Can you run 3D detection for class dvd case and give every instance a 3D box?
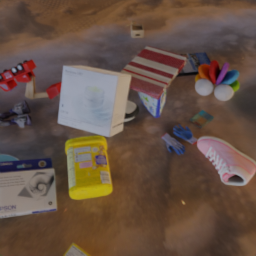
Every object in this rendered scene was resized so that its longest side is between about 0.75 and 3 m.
[{"bbox_3d":[3.006,-3.142,13.850,2.193,0.192,1.564,-6,50,-6],"label":"dvd case"}]

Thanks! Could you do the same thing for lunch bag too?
[{"bbox_3d":[1.041,-1.505,11.563,1.105,1.475,1.735,-9,49,-4],"label":"lunch bag"}]

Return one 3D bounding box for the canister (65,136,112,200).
[{"bbox_3d":[-1.354,1.323,9.508,1.470,0.856,1.979,-7,51,-8],"label":"canister"}]

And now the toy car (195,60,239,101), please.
[{"bbox_3d":[3.940,-2.232,12.221,1.923,1.442,1.683,19,51,16],"label":"toy car"}]

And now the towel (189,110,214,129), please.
[{"bbox_3d":[3.023,-0.372,11.493,0.863,0.094,0.633,-33,56,-26],"label":"towel"}]

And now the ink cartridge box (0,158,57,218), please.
[{"bbox_3d":[-3.263,1.795,8.877,1.858,0.378,1.862,-3,61,-20],"label":"ink cartridge box"}]

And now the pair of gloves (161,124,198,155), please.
[{"bbox_3d":[1.961,0.434,10.748,1.400,0.160,1.126,-31,55,-25],"label":"pair of gloves"}]

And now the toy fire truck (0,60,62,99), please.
[{"bbox_3d":[-4.219,-1.881,11.921,2.557,1.803,0.623,-16,25,21],"label":"toy fire truck"}]

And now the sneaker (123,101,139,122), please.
[{"bbox_3d":[-0.918,-1.098,11.455,2.859,1.143,1.054,16,49,12],"label":"sneaker"}]

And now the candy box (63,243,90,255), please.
[{"bbox_3d":[-0.917,4.231,7.313,2.406,0.318,1.230,27,52,22],"label":"candy box"}]

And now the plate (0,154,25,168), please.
[{"bbox_3d":[-4.611,1.892,9.308,2.436,0.311,2.436,0,46,0],"label":"plate"}]

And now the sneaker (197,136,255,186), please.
[{"bbox_3d":[3.243,1.165,9.646,2.195,0.826,1.147,31,50,19],"label":"sneaker"}]

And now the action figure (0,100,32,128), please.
[{"bbox_3d":[-5.009,-0.318,11.010,2.264,0.786,1.473,-16,62,-8],"label":"action figure"}]

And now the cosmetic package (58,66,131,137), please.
[{"bbox_3d":[-1.253,-1.056,10.360,2.182,2.188,1.345,14,15,18],"label":"cosmetic package"}]

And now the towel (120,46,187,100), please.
[{"bbox_3d":[0.948,-2.313,11.253,2.010,0.317,2.790,23,53,21],"label":"towel"}]

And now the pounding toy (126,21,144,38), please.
[{"bbox_3d":[0.352,-5.519,15.717,0.964,0.502,1.097,-2,49,-2],"label":"pounding toy"}]
